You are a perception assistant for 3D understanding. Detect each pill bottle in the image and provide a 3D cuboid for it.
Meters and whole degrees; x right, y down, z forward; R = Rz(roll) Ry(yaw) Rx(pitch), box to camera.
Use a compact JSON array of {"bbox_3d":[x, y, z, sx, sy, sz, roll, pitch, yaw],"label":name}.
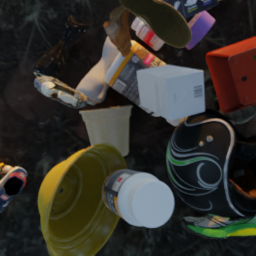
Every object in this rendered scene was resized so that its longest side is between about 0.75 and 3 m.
[{"bbox_3d":[0.737,-3.383,9.954,1.229,0.690,0.690,41,86,4],"label":"pill bottle"},{"bbox_3d":[0.784,-1.395,9.215,2.843,1.654,1.654,34,85,-5],"label":"pill bottle"},{"bbox_3d":[0.167,1.596,6.518,1.162,1.997,1.162,2,85,-20],"label":"pill bottle"}]

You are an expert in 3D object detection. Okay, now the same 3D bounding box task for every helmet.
[{"bbox_3d":[2.210,0.823,7.071,2.669,2.545,2.669,-2,95,-27],"label":"helmet"}]

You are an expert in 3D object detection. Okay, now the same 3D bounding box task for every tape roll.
[{"bbox_3d":[1.981,-2.881,8.235,0.464,1.091,1.091,38,86,-9],"label":"tape roll"}]

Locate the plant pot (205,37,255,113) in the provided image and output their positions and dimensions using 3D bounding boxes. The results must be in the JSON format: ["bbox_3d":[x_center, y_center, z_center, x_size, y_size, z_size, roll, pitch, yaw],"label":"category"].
[{"bbox_3d":[3.341,-1.463,7.529,1.899,1.675,1.900,-17,96,12],"label":"plant pot"}]

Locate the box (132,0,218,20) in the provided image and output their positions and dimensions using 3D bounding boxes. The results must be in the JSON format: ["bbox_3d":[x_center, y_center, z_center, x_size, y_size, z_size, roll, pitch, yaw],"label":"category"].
[{"bbox_3d":[0.836,-3.759,7.090,1.702,2.575,1.477,-25,128,-1],"label":"box"}]

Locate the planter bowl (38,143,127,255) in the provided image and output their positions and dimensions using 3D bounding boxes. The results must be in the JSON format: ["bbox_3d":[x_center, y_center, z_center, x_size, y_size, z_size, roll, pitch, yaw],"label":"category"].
[{"bbox_3d":[-1.287,1.693,6.897,1.205,2.892,2.892,10,84,32],"label":"planter bowl"}]

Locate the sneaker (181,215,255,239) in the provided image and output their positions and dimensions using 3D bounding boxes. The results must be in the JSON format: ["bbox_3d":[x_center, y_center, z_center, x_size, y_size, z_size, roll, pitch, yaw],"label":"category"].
[{"bbox_3d":[3.066,3.000,9.284,2.753,1.074,1.173,-1,77,-9],"label":"sneaker"}]

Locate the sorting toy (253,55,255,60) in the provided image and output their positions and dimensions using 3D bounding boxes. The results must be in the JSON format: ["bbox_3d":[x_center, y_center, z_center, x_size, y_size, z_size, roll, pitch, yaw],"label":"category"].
[{"bbox_3d":[5.173,-2.991,9.837,1.715,1.172,2.855,24,97,17],"label":"sorting toy"}]

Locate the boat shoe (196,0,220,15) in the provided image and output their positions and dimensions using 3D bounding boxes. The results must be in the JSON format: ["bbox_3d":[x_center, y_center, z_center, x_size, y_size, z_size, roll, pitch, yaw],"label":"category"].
[{"bbox_3d":[2.950,-4.907,10.023,2.746,0.827,0.979,-24,85,-2],"label":"boat shoe"}]

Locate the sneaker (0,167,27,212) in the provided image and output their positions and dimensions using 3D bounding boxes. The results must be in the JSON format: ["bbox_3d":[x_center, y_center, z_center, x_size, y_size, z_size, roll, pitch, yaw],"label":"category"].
[{"bbox_3d":[-4.138,2.250,9.229,0.767,0.865,2.046,37,86,-27],"label":"sneaker"}]

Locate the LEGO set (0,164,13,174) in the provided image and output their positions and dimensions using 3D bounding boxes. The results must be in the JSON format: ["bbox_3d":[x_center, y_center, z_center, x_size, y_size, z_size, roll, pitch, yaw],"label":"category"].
[{"bbox_3d":[-4.893,1.470,9.476,1.752,0.806,0.652,14,93,-36],"label":"LEGO set"}]

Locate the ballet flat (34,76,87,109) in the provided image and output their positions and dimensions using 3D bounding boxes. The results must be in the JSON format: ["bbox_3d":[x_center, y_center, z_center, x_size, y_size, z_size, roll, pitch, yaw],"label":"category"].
[{"bbox_3d":[-2.004,-1.027,8.032,1.687,0.607,0.607,23,85,2],"label":"ballet flat"}]

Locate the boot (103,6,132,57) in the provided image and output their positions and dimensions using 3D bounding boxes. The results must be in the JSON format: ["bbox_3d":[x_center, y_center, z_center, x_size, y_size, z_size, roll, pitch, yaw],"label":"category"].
[{"bbox_3d":[-0.082,-2.614,7.463,0.494,1.001,1.289,-5,47,34],"label":"boot"}]

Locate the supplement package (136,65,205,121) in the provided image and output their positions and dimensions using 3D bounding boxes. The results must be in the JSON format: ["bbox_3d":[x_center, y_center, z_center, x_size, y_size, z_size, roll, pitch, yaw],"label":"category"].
[{"bbox_3d":[0.972,-0.916,6.733,0.953,1.591,0.965,-15,112,-17],"label":"supplement package"}]

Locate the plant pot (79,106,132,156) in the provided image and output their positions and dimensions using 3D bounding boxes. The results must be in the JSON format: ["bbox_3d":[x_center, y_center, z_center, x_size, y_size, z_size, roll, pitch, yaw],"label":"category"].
[{"bbox_3d":[-0.638,0.147,9.256,1.749,1.749,1.601,-7,96,-1],"label":"plant pot"}]

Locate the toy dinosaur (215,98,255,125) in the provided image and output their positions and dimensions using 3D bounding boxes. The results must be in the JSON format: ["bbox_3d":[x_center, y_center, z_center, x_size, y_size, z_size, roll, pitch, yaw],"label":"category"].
[{"bbox_3d":[3.778,-0.603,9.719,2.433,0.936,1.244,-22,99,-9],"label":"toy dinosaur"}]

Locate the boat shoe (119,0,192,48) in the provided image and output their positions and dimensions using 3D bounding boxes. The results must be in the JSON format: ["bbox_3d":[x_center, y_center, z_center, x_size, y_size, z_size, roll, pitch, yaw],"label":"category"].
[{"bbox_3d":[0.622,-2.316,5.780,1.734,0.576,0.642,43,116,3],"label":"boat shoe"}]

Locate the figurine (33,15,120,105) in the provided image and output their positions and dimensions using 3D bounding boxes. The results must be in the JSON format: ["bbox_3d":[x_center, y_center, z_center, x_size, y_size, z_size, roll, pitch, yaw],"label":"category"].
[{"bbox_3d":[-1.526,-2.388,9.733,2.596,1.117,2.533,26,81,2],"label":"figurine"}]
